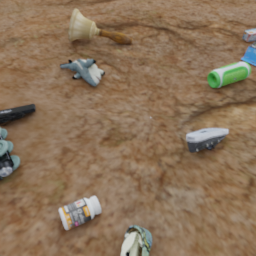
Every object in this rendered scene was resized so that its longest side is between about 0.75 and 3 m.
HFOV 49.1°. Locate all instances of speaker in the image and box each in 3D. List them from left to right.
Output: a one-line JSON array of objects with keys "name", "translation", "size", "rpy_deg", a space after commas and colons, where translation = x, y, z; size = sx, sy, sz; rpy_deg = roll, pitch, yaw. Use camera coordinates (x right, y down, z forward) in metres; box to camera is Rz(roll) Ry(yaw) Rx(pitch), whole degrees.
[{"name": "speaker", "translation": [4.022, -2.112, 11.141], "size": [1.691, 0.748, 0.748], "rpy_deg": [-19, 47, -18]}]

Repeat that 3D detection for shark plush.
[{"name": "shark plush", "translation": [-2.020, -2.382, 11.471], "size": [2.197, 0.998, 0.915], "rpy_deg": [23, 79, 16]}]

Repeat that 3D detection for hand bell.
[{"name": "hand bell", "translation": [-1.233, -4.581, 13.558], "size": [2.967, 1.545, 1.545], "rpy_deg": [14, 45, -4]}]

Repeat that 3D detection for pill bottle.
[{"name": "pill bottle", "translation": [-1.188, 2.087, 6.953], "size": [0.955, 0.556, 0.556], "rpy_deg": [-20, 47, -20]}]

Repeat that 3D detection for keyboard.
[{"name": "keyboard", "translation": [-4.214, -0.370, 9.743], "size": [1.979, 0.392, 1.030], "rpy_deg": [-14, 23, -13]}]

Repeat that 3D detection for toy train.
[{"name": "toy train", "translation": [-4.200, 0.627, 8.169], "size": [1.443, 1.079, 2.532], "rpy_deg": [-30, 51, -15]}]

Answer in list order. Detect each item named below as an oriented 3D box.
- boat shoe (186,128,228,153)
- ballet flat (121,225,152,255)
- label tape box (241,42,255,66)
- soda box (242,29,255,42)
[{"name": "boat shoe", "translation": [2.469, 0.396, 8.632], "size": [1.861, 0.617, 0.651], "rpy_deg": [-11, 12, -43]}, {"name": "ballet flat", "translation": [0.000, 2.982, 5.870], "size": [0.748, 0.748, 2.015], "rpy_deg": [8, 42, 8]}, {"name": "label tape box", "translation": [5.999, -3.348, 12.568], "size": [1.140, 0.526, 1.591], "rpy_deg": [35, 52, 30]}, {"name": "soda box", "translation": [6.429, -4.666, 13.990], "size": [1.335, 0.424, 0.456], "rpy_deg": [-13, 45, -14]}]
